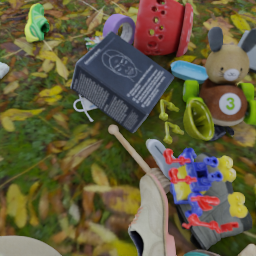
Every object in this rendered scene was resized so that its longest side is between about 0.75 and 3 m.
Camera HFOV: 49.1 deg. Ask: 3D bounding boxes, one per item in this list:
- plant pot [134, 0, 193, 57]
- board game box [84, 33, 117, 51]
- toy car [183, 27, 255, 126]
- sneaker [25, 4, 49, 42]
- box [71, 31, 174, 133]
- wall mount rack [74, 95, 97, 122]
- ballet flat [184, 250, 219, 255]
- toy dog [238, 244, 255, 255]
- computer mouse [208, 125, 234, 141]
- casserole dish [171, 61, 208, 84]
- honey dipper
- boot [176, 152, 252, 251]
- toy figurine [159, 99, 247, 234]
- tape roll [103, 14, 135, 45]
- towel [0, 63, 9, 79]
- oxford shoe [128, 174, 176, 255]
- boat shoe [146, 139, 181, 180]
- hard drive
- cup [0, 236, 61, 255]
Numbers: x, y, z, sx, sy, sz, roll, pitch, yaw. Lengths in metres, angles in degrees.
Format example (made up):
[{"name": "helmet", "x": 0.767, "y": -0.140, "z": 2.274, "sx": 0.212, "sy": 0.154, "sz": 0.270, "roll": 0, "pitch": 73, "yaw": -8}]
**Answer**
[{"name": "plant pot", "x": 1.311, "y": -3.730, "z": 10.332, "sx": 1.941, "sy": 2.132, "sz": 2.132, "roll": 8, "pitch": 53, "yaw": 5}, {"name": "board game box", "x": -1.042, "y": -3.516, "z": 11.426, "sx": 1.367, "sy": 0.160, "sz": 0.716, "roll": -13, "pitch": 56, "yaw": -10}, {"name": "toy car", "x": 2.926, "y": -1.596, "z": 8.225, "sx": 2.178, "sy": 2.651, "sz": 2.092, "roll": 3, "pitch": 38, "yaw": 2}, {"name": "sneaker", "x": -3.732, "y": -4.347, "z": 11.761, "sx": 0.891, "sy": 0.790, "sz": 2.132, "roll": 3, "pitch": 59, "yaw": -9}, {"name": "box", "x": -0.191, "y": -1.402, "z": 8.603, "sx": 2.460, "sy": 1.317, "sz": 1.826, "roll": 37, "pitch": 59, "yaw": 0}, {"name": "wall mount rack", "x": -1.026, "y": -0.750, "z": 9.058, "sx": 1.347, "sy": 0.502, "sz": 1.171, "roll": -17, "pitch": 75, "yaw": -19}, {"name": "ballet flat", "x": 2.118, "y": 3.014, "z": 5.229, "sx": 0.955, "sy": 2.840, "sz": 0.967, "roll": 20, "pitch": 75, "yaw": -21}, {"name": "toy dog", "x": 3.567, "y": 2.578, "z": 5.933, "sx": 1.972, "sy": 1.440, "sz": 2.990, "roll": 29, "pitch": 58, "yaw": 19}, {"name": "computer mouse", "x": 2.720, "y": 0.167, "z": 8.517, "sx": 0.865, "sy": 0.228, "sz": 0.599, "roll": -26, "pitch": 59, "yaw": -8}, {"name": "casserole dish", "x": 2.227, "y": -1.988, "z": 10.109, "sx": 1.464, "sy": 0.284, "sz": 0.887, "roll": 21, "pitch": 47, "yaw": 15}, {"name": "honey dipper", "x": 0.236, "y": 0.783, "z": 7.962, "sx": 0.508, "sy": 0.508, "sz": 2.673, "roll": -27, "pitch": 54, "yaw": -19}, {"name": "boot", "x": 1.865, "y": 1.743, "z": 7.043, "sx": 1.516, "sy": 0.786, "sz": 2.320, "roll": -17, "pitch": 54, "yaw": -8}, {"name": "toy figurine", "x": 1.210, "y": 0.986, "z": 6.429, "sx": 1.545, "sy": 1.754, "sz": 2.928, "roll": 0, "pitch": 63, "yaw": -21}, {"name": "tape roll", "x": -0.316, "y": -3.599, "z": 10.551, "sx": 0.524, "sy": 1.233, "sz": 1.233, "roll": 31, "pitch": 58, "yaw": 34}, {"name": "towel", "x": -5.555, "y": -1.885, "z": 9.970, "sx": 1.981, "sy": 0.477, "sz": 1.696, "roll": 16, "pitch": 55, "yaw": 12}, {"name": "oxford shoe", "x": 0.436, "y": 2.050, "z": 6.316, "sx": 0.860, "sy": 0.824, "sz": 2.329, "roll": 3, "pitch": 46, "yaw": -12}, {"name": "boat shoe", "x": 0.958, "y": 0.813, "z": 7.363, "sx": 0.496, "sy": 1.378, "sz": 0.427, "roll": -35, "pitch": 18, "yaw": -3}, {"name": "hard drive", "x": 5.006, "y": -2.653, "z": 10.355, "sx": 2.041, "sy": 0.336, "sz": 1.424, "roll": 28, "pitch": 80, "yaw": 20}, {"name": "cup", "x": -2.494, "y": 3.190, "z": 5.132, "sx": 2.786, "sy": 1.992, "sz": 2.786, "roll": 0, "pitch": 52, "yaw": 0}]
